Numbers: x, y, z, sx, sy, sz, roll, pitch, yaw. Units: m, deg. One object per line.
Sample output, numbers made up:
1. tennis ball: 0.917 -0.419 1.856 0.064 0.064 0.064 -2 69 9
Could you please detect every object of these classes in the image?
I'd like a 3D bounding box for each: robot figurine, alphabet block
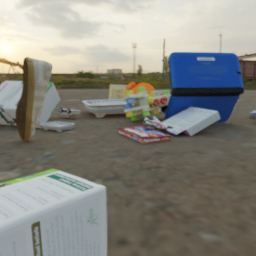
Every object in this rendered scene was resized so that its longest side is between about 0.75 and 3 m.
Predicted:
1. robot figurine: 0.776 -1.663 14.917 1.408 1.737 2.414 -14 11 8
2. alphabet block: -0.561 -1.728 15.497 0.985 1.004 0.980 2 -21 1

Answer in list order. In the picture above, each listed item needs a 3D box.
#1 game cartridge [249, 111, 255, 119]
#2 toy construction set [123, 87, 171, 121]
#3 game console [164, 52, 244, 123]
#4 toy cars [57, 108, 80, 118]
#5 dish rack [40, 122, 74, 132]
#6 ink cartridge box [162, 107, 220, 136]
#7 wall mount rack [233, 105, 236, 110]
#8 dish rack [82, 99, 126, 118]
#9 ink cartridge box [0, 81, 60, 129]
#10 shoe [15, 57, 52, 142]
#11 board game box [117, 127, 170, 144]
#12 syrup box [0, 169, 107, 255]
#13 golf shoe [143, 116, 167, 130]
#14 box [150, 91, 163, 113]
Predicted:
1. game cartridge: 6.017 -0.534 11.818 1.553 0.322 1.034 5 15 29
2. toy construction set: 1.163 -0.919 10.780 2.957 1.362 1.939 4 -8 -10
3. game console: 2.545 -1.378 9.953 2.538 2.166 1.502 -2 -13 -10
4. toy cars: -3.070 -0.621 11.764 2.179 0.482 0.977 5 4 0
5. dish rack: -2.300 -0.040 9.139 0.925 0.201 0.794 6 10 30
6. ink cartridge box: 1.811 -0.149 8.794 1.531 0.331 1.503 -29 18 -12
7. wall mount rack: 5.240 -1.321 15.693 1.600 0.597 1.390 -1 13 -7
8. dish rack: -0.822 -0.958 13.121 2.419 0.614 2.819 -5 11 -16
9. ink cartridge box: -3.714 -0.861 9.830 2.087 0.880 1.524 5 47 19
10. shoe: -2.333 -0.619 6.956 0.615 2.302 0.805 -8 41 -38
11. board game box: 0.388 0.178 7.992 0.859 0.162 1.669 -6 11 -25
12. syrup box: -1.062 0.913 1.891 0.743 0.769 1.888 7 11 40
13. golf shoe: 0.841 -0.130 8.339 0.878 0.404 0.319 6 0 -37
14. box: 1.602 -1.356 14.282 0.279 1.058 1.357 4 10 36
